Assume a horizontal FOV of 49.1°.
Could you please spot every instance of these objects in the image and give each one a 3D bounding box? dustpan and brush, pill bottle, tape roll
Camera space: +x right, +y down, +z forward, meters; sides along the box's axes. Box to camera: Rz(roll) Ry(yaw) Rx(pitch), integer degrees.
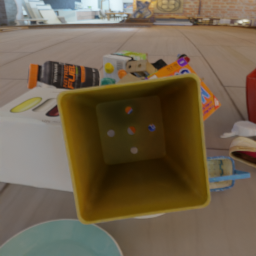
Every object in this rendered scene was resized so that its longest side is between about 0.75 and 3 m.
[{"bbox_3d":[4.340,0.124,10.976,1.669,0.478,1.165,-2,20,-20],"label":"dustpan and brush"},{"bbox_3d":[-2.588,-1.869,11.257,2.725,1.447,1.447,5,24,-22],"label":"pill bottle"},{"bbox_3d":[0.286,1.454,8.106,2.727,0.498,2.727,0,28,0],"label":"tape roll"}]

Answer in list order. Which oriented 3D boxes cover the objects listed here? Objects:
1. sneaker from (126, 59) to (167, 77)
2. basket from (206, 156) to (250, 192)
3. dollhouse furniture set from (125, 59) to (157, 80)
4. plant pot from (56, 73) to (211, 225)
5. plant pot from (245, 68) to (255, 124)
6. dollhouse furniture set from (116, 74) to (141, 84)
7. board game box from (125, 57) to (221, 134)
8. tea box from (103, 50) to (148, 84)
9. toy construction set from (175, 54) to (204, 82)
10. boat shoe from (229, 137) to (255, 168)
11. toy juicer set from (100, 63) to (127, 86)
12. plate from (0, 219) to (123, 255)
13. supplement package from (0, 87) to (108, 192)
[{"bbox_3d":[1.262,-2.895,13.981,0.856,2.850,1.487,-16,47,58],"label":"sneaker"},{"bbox_3d":[2.500,1.281,7.788,1.232,0.972,1.397,-3,-4,-6],"label":"basket"},{"bbox_3d":[0.483,-1.961,11.694,0.980,1.398,0.985,1,-14,32],"label":"dollhouse furniture set"},{"bbox_3d":[0.127,0.266,6.805,2.804,2.804,2.473,-8,11,-1],"label":"plant pot"},{"bbox_3d":[6.188,-1.148,11.487,2.441,2.151,2.439,19,32,31],"label":"plant pot"},{"bbox_3d":[0.045,-0.352,9.480,2.180,1.953,2.752,-40,-3,-3],"label":"dollhouse furniture set"},{"bbox_3d":[1.317,-0.679,9.410,2.068,2.066,2.067,-35,86,-39],"label":"board game box"},{"bbox_3d":[-0.106,-2.822,14.814,1.433,2.145,2.110,18,32,32],"label":"tea box"},{"bbox_3d":[2.728,-2.582,15.327,1.941,2.107,2.526,-27,56,-11],"label":"toy construction set"},{"bbox_3d":[4.304,1.031,8.754,2.335,0.861,0.808,19,45,32],"label":"boat shoe"},{"bbox_3d":[-0.824,-1.877,13.292,1.429,2.246,0.611,22,-8,9],"label":"toy juicer set"},{"bbox_3d":[-1.441,2.894,5.438,2.772,0.354,2.772,0,27,0],"label":"plate"},{"bbox_3d":[-2.315,0.184,8.843,2.739,2.106,2.864,5,26,11],"label":"supplement package"}]
